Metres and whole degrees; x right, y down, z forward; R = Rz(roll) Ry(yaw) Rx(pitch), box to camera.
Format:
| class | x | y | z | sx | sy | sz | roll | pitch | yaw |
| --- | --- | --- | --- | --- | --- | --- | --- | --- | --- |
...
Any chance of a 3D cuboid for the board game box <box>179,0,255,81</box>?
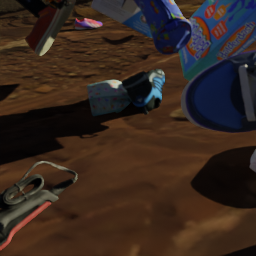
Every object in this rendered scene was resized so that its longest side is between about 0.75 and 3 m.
| class | x | y | z | sx | sy | sz | roll | pitch | yaw |
| --- | --- | --- | --- | --- | --- | --- | --- | --- | --- |
| board game box | 2.238 | -2.453 | 6.352 | 0.588 | 2.614 | 1.988 | 26 | 40 | -25 |

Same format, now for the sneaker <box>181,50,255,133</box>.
| class | x | y | z | sx | sy | sz | roll | pitch | yaw |
| --- | --- | --- | --- | --- | --- | --- | --- | --- | --- |
| sneaker | 2.183 | -0.559 | 3.268 | 2.918 | 1.176 | 2.137 | -7 | 2 | 4 |

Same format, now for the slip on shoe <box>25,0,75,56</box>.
| class | x | y | z | sx | sy | sz | roll | pitch | yaw |
| --- | --- | --- | --- | --- | --- | --- | --- | --- | --- |
| slip on shoe | -1.693 | -2.447 | 6.157 | 0.533 | 1.742 | 0.645 | 36 | 16 | -7 |

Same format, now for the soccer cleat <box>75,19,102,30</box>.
| class | x | y | z | sx | sy | sz | roll | pitch | yaw |
| --- | --- | --- | --- | --- | --- | --- | --- | --- | --- |
| soccer cleat | -1.943 | -5.185 | 13.884 | 1.375 | 0.503 | 0.469 | -10 | 37 | -14 |

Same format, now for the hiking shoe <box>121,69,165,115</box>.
| class | x | y | z | sx | sy | sz | roll | pitch | yaw |
| --- | --- | --- | --- | --- | --- | --- | --- | --- | --- |
| hiking shoe | 0.546 | -1.020 | 7.850 | 0.883 | 1.029 | 2.374 | -19 | 6 | 27 |

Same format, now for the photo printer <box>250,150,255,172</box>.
| class | x | y | z | sx | sy | sz | roll | pitch | yaw |
| --- | --- | --- | --- | --- | --- | --- | --- | --- | --- |
| photo printer | 3.176 | 0.632 | 5.705 | 1.114 | 0.465 | 1.338 | 24 | 42 | 30 |

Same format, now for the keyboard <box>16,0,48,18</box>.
| class | x | y | z | sx | sy | sz | roll | pitch | yaw |
| --- | --- | --- | --- | --- | --- | --- | --- | --- | --- |
| keyboard | -2.812 | -3.678 | 7.861 | 0.689 | 1.148 | 0.147 | -58 | 18 | -22 |

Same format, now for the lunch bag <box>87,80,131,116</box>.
| class | x | y | z | sx | sy | sz | roll | pitch | yaw |
| --- | --- | --- | --- | --- | --- | --- | --- | --- | --- |
| lunch bag | -0.518 | -0.851 | 7.645 | 1.092 | 0.666 | 0.930 | -12 | 36 | -7 |

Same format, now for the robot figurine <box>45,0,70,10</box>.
| class | x | y | z | sx | sy | sz | roll | pitch | yaw |
| --- | --- | --- | --- | --- | --- | --- | --- | --- | --- |
| robot figurine | -1.158 | -2.613 | 5.011 | 1.062 | 0.770 | 0.309 | -12 | -2 | 32 |

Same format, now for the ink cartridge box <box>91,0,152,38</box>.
| class | x | y | z | sx | sy | sz | roll | pitch | yaw |
| --- | --- | --- | --- | --- | --- | --- | --- | --- | --- |
| ink cartridge box | 0.388 | -4.352 | 7.991 | 1.982 | 2.741 | 1.154 | 21 | 25 | -17 |

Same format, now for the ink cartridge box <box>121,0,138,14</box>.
| class | x | y | z | sx | sy | sz | roll | pitch | yaw |
| --- | --- | --- | --- | --- | --- | --- | --- | --- | --- |
| ink cartridge box | 0.352 | -3.427 | 6.338 | 0.410 | 1.040 | 2.091 | 20 | 0 | -14 |

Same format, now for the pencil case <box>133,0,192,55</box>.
| class | x | y | z | sx | sy | sz | roll | pitch | yaw |
| --- | --- | --- | --- | --- | --- | --- | --- | --- | --- |
| pencil case | 0.471 | -1.954 | 4.577 | 0.615 | 0.685 | 1.577 | -27 | 60 | 11 |

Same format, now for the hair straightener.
| class | x | y | z | sx | sy | sz | roll | pitch | yaw |
| --- | --- | --- | --- | --- | --- | --- | --- | --- | --- |
| hair straightener | -1.843 | 1.273 | 4.351 | 0.518 | 0.975 | 2.534 | 20 | 39 | 40 |
